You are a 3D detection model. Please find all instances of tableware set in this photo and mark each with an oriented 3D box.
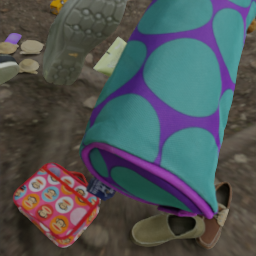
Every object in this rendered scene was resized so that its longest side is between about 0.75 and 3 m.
[{"bbox_3d":[-3.398,-2.194,8.521,1.444,0.201,1.729,3,49,-6],"label":"tableware set"}]

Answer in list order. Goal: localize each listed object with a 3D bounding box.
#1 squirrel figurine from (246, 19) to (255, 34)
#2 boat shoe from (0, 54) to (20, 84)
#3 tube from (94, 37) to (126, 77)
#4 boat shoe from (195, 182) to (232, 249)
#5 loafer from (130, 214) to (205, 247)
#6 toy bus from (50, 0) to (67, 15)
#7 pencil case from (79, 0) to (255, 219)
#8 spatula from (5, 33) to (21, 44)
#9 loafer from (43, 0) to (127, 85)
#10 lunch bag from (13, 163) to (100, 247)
[{"bbox_3d":[3.274,-3.048,8.584,1.312,1.225,0.929,-33,59,-22],"label":"squirrel figurine"},{"bbox_3d":[-3.796,-1.110,5.650,2.996,1.076,1.013,-18,85,-17],"label":"boat shoe"},{"bbox_3d":[0.369,-0.731,4.391,1.759,0.457,0.510,33,37,6],"label":"tube"},{"bbox_3d":[1.672,1.636,5.469,0.535,0.507,1.412,20,55,15],"label":"boat shoe"},{"bbox_3d":[0.697,1.837,5.214,1.414,0.477,0.538,-15,52,8],"label":"loafer"},{"bbox_3d":[-2.403,-4.617,10.294,0.338,0.406,1.037,22,56,18],"label":"toy bus"},{"bbox_3d":[0.583,-0.569,2.993,1.235,1.341,2.901,-2,52,39],"label":"pencil case"},{"bbox_3d":[-4.013,-2.491,8.835,0.444,0.161,1.570,22,56,18],"label":"spatula"},{"bbox_3d":[-0.950,-1.880,5.189,0.998,2.855,0.996,6,63,-35],"label":"loafer"},{"bbox_3d":[-1.334,1.427,5.606,1.512,0.619,1.331,31,54,21],"label":"lunch bag"}]
